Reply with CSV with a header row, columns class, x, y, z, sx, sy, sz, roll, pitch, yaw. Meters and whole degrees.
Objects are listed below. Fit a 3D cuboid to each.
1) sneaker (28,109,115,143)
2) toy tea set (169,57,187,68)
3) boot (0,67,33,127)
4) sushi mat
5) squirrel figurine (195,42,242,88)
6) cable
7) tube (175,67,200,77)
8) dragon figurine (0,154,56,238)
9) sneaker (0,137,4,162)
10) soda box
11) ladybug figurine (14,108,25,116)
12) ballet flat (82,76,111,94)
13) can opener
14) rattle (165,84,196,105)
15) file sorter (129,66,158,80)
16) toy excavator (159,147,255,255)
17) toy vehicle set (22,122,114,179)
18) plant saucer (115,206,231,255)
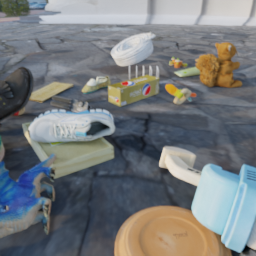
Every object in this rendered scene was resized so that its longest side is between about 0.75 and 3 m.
class,x,y,z,sx,sy,sz,roll,pitch,yaw
sneaker,-1.332,-0.005,6.835,2.148,0.805,0.931,-10,21,-14
toy tea set,2.646,-3.615,15.218,0.749,0.466,1.259,-12,29,-23
boot,-3.799,-0.736,6.984,0.900,2.599,2.262,43,4,17
sushi mat,-3.225,-1.467,11.320,1.023,0.129,2.139,11,29,21
squirrel figurine,3.876,-2.705,11.946,1.900,1.773,1.344,-8,28,-16
cable,0.185,-3.498,12.546,1.891,0.655,1.892,-46,38,-21
tube,3.068,-2.717,13.566,1.584,0.411,0.460,-13,-9,-15
dragon figurine,-2.054,1.164,5.061,1.383,0.819,2.782,6,37,-10
sneaker,-3.274,0.678,5.877,1.018,1.139,2.851,-10,30,-14
soda box,0.247,-1.460,10.709,2.080,0.666,0.704,-22,34,-37
ladybug figurine,-3.806,-0.629,9.193,0.784,0.532,0.282,11,33,-18
ballet flat,-1.333,-1.849,11.686,0.529,0.529,1.497,23,35,38
can opener,-1.991,-0.800,9.863,1.546,0.412,0.517,14,-3,27
rattle,1.925,-1.286,10.276,0.754,0.687,1.055,30,38,34
file sorter,0.659,-2.189,12.016,1.298,0.808,0.901,1,27,1
toy excavator,1.448,0.975,4.705,2.351,1.174,2.286,20,14,20
toy vehicle set,-1.695,0.326,7.516,1.595,0.340,2.567,-16,31,-28
plant saucer,0.702,1.888,4.480,1.836,0.296,1.836,1,27,0
